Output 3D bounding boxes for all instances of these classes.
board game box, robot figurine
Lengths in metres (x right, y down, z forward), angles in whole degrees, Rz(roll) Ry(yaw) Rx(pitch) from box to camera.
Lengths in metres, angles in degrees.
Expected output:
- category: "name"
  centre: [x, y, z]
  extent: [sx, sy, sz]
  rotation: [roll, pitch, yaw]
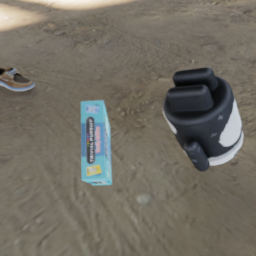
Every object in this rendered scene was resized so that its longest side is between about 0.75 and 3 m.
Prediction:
- category: "board game box"
  centre: [-0.580, 0.390, 5.360]
  extent: [0.408, 1.739, 1.313]
  rotation: [-3, 76, -1]
- category: "robot figurine"
  centre: [1.924, -0.216, 7.024]
  extent: [2.049, 2.727, 1.702]
  rotation: [-38, 41, -4]

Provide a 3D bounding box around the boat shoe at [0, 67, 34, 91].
- category: "boat shoe"
  centre: [-4.555, -1.946, 10.860]
  extent: [1.936, 0.700, 0.699]
  rotation: [12, 40, 15]
